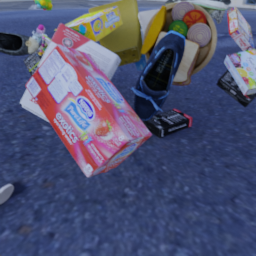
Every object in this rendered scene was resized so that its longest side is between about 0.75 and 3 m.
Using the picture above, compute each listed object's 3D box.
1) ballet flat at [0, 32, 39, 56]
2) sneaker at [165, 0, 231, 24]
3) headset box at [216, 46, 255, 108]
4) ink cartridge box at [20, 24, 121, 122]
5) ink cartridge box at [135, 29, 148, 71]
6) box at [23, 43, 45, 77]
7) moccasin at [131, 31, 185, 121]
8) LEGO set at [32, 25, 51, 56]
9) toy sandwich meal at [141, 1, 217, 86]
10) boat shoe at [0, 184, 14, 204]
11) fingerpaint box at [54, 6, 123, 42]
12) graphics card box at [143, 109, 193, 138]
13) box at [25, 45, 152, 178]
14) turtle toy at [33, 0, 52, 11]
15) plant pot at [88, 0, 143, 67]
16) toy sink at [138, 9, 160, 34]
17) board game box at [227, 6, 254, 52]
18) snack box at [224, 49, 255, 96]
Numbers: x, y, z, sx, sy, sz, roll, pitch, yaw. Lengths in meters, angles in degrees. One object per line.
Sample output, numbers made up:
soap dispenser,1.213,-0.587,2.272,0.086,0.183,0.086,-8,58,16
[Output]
ballet flat,-3.878,-2.670,8.673,2.112,0.702,0.600,5,-5,-12
sneaker,2.372,-4.083,9.832,2.235,0.990,0.859,10,41,12
headset box,3.401,-1.481,7.846,1.082,1.456,0.546,42,-1,14
ink cartridge box,-1.508,-1.248,7.555,1.729,2.355,0.976,30,8,-1
ink cartridge box,1.409,-3.490,12.221,2.219,0.929,1.610,-3,65,11
box,-3.319,-2.418,10.834,1.467,1.175,0.325,-24,7,39
moccasin,0.607,-1.167,7.155,1.052,2.615,0.892,20,41,6
LEGO set,-2.088,-2.809,9.862,2.682,0.998,1.234,15,65,-9
toy sandwich meal,1.557,-2.728,9.046,2.669,2.669,0.914,9,15,15
boat shoe,-3.435,1.737,6.946,0.528,0.425,1.138,19,35,17
fingerpaint box,-1.232,-3.251,9.064,1.454,0.639,1.742,0,34,31
graphics card box,1.472,-0.194,10.432,1.597,0.406,1.002,-18,34,-31
box,-0.849,-0.380,6.021,2.530,1.261,1.208,52,23,14
turtle toy,-3.124,-4.615,10.354,0.883,0.446,0.643,-5,62,-60
plant pot,-0.296,-3.579,11.122,1.892,1.879,1.935,-14,73,3
toy sink,1.330,-3.686,10.721,1.942,1.266,1.088,-15,-12,-15
board game box,3.784,-3.283,9.420,0.324,1.061,1.401,-27,37,40
snack box,3.034,-1.401,6.996,0.806,0.300,1.133,-14,62,-11
